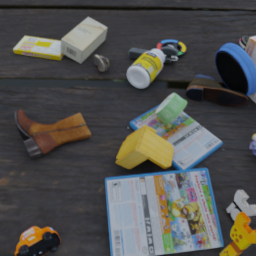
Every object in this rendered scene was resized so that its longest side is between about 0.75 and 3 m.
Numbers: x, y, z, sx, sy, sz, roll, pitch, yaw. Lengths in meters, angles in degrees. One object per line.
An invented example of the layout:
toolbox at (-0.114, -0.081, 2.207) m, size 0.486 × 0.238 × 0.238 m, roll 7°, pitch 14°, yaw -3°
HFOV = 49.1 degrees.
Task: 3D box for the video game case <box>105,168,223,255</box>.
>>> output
video game case at (0.889, 2.209, 7.383) m, size 2.850 × 0.254 × 2.040 m, roll -5°, pitch 69°, yaw -4°

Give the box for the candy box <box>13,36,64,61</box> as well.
candy box at (-4.081, -3.786, 13.253) m, size 2.339 × 0.309 × 1.196 m, roll 11°, pitch 53°, yaw 10°

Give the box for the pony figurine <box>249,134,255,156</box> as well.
pony figurine at (4.775, 0.942, 8.283) m, size 2.189 × 1.888 × 2.267 m, roll -11°, pitch 33°, yaw -21°

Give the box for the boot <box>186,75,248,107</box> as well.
boot at (3.480, -1.541, 10.875) m, size 2.285 × 0.854 × 1.107 m, roll 13°, pitch 53°, yaw 14°

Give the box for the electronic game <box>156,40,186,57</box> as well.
electronic game at (2.036, -3.760, 13.242) m, size 1.433 × 0.298 × 1.433 m, roll 0°, pitch 48°, yaw 0°

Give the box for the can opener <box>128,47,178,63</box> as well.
can opener at (1.143, -3.349, 12.601) m, size 2.267 × 0.753 × 0.597 m, roll 9°, pitch 29°, yaw 15°

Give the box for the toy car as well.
toy car at (-2.599, 2.419, 6.608) m, size 1.119 × 2.281 × 0.759 m, roll -39°, pitch 44°, yaw -9°

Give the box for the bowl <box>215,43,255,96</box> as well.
bowl at (4.052, -2.136, 10.616) m, size 0.422 × 2.149 × 2.149 m, roll -30°, pitch 53°, yaw -3°

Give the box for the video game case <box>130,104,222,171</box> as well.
video game case at (1.604, 0.206, 9.724) m, size 1.903 × 0.237 × 2.659 m, roll -31°, pitch 55°, yaw -24°

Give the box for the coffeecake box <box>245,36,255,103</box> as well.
coffeecake box at (5.370, -1.807, 10.263) m, size 1.005 × 2.111 × 2.750 m, roll -18°, pitch 50°, yaw -15°

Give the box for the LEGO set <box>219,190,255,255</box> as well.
LEGO set at (3.050, 3.057, 6.713) m, size 1.137 × 1.223 × 2.980 m, roll 9°, pitch 34°, yaw -35°

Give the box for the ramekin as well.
ramekin at (1.424, -0.667, 9.496) m, size 0.528 × 1.081 × 1.081 m, roll 41°, pitch 54°, yaw -6°

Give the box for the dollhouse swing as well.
dollhouse swing at (0.554, 0.819, 8.847) m, size 1.206 × 1.247 × 1.372 m, roll 44°, pitch 34°, yaw -15°

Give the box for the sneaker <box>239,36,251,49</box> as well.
sneaker at (6.396, -3.879, 12.821) m, size 2.459 × 1.076 × 0.907 m, roll 29°, pitch 54°, yaw 24°

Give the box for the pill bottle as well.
pill bottle at (0.802, -2.518, 11.625) m, size 1.036 × 1.036 × 1.850 m, roll 23°, pitch 50°, yaw 19°

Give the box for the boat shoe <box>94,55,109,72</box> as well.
boat shoe at (-1.079, -2.837, 12.078) m, size 0.530 × 0.538 × 1.445 m, roll -9°, pitch 35°, yaw -17°

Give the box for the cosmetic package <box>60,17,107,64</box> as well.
cosmetic package at (-2.035, -4.105, 13.051) m, size 1.160 × 0.819 × 2.241 m, roll 29°, pitch 54°, yaw 4°

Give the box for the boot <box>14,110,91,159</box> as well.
boot at (-2.641, -0.147, 9.706) m, size 2.185 × 0.748 × 2.057 m, roll -23°, pitch 52°, yaw -20°
